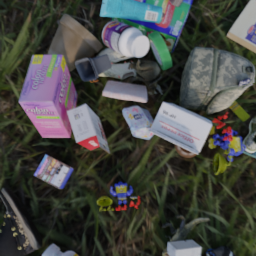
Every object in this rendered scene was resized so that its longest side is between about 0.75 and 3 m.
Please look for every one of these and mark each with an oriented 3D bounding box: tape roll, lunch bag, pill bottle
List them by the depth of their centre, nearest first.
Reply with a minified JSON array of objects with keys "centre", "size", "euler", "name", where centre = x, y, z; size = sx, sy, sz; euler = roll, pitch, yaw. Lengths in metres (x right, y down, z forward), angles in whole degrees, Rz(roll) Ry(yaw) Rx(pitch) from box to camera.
[{"centre":[-1.812,4.960,9.116],"size":[2.459,1.377,1.377],"euler":[33,76,9],"name":"pill bottle"},{"centre":[3.192,-1.657,10.409],"size":[2.192,2.613,1.821],"euler":[7,74,3],"name":"lunch bag"},{"centre":[0.430,-0.212,10.520],"size":[0.801,1.259,1.068],"euler":[-45,54,28],"name":"lunch bag"},{"centre":[-0.088,-3.307,10.568],"size":[1.067,1.067,1.916],"euler":[-40,46,-11],"name":"pill bottle"},{"centre":[1.202,-2.925,10.646],"size":[0.352,1.466,1.466],"euler":[-25,75,4],"name":"tape roll"}]

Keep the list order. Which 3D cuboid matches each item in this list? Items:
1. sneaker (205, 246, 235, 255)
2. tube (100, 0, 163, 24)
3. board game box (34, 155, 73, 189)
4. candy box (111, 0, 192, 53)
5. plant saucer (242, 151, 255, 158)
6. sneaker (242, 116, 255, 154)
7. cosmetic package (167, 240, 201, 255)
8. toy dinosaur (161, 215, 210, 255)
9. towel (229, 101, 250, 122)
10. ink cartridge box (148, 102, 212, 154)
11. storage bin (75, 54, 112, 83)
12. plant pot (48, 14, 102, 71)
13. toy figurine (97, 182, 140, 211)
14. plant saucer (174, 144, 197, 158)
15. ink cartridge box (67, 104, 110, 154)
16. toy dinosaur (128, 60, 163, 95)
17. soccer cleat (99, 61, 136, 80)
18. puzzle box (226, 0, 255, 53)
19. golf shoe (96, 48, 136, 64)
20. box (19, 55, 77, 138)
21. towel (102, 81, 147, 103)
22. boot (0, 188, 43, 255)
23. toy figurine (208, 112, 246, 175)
[{"centre":[2.859,4.802,9.586],"size":[1.829,0.668,1.023],"euler":[-36,73,-18],"name":"sneaker"},{"centre":[0.138,-4.442,10.535],"size":[2.282,0.575,0.883],"euler":[9,100,-7],"name":"tube"},{"centre":[-2.775,1.652,10.494],"size":[1.093,0.529,0.872],"euler":[26,78,7],"name":"board game box"},{"centre":[1.002,-4.831,11.935],"size":[2.861,1.102,2.419],"euler":[20,66,5],"name":"candy box"},{"centre":[4.609,0.835,10.872],"size":[1.457,0.138,0.510],"euler":[24,46,7],"name":"plant saucer"},{"centre":[5.046,0.151,10.777],"size":[0.696,0.803,1.811],"euler":[28,68,6],"name":"sneaker"},{"centre":[1.898,4.166,9.549],"size":[1.022,0.576,0.414],"euler":[6,93,-24],"name":"cosmetic package"},{"centre":[1.830,3.625,9.963],"size":[2.135,0.507,0.941],"euler":[-39,93,-9],"name":"toy dinosaur"},{"centre":[4.532,-0.688,11.436],"size":[0.387,0.081,0.898],"euler":[-37,77,-9],"name":"towel"},{"centre":[1.869,-0.084,9.517],"size":[1.724,2.973,1.008],"euler":[26,101,12],"name":"ink cartridge box"},{"centre":[-1.249,-2.286,10.647],"size":[0.887,1.320,0.961],"euler":[-31,110,-27],"name":"storage bin"},{"centre":[-2.296,-3.301,11.433],"size":[1.942,1.942,1.685],"euler":[39,94,10],"name":"plant pot"},{"centre":[-0.373,2.459,10.370],"size":[1.544,0.814,0.925],"euler":[-3,45,-4],"name":"toy figurine"},{"centre":[2.346,0.655,10.993],"size":[1.022,0.187,1.022],"euler":[0,73,0],"name":"plant saucer"},{"centre":[-1.390,0.216,10.212],"size":[0.766,1.827,1.604],"euler":[-21,75,3],"name":"ink cartridge box"},{"centre":[0.701,-2.195,10.646],"size":[1.310,2.561,0.986],"euler":[2,71,6],"name":"toy dinosaur"},{"centre":[-0.526,-2.321,11.654],"size":[1.798,0.623,0.697],"euler":[-9,76,-6],"name":"soccer cleat"},{"centre":[5.959,-4.726,12.456],"size":[1.964,0.375,2.953],"euler":[35,77,9],"name":"puzzle box"},{"centre":[-0.441,-3.077,11.620],"size":[1.927,0.937,0.754],"euler":[-20,101,-4],"name":"golf shoe"},{"centre":[-2.744,-1.075,10.126],"size":[1.122,2.321,2.042],"euler":[0,58,5],"name":"box"},{"centre":[-0.093,-1.414,10.842],"size":[1.651,1.577,0.266],"euler":[8,114,-1],"name":"towel"},{"centre":[-4.382,3.575,9.797],"size":[1.884,0.916,2.503],"euler":[-34,82,-9],"name":"boot"},{"centre":[3.819,0.677,10.138],"size":[1.330,1.171,2.220],"euler":[16,59,-17],"name":"toy figurine"}]
